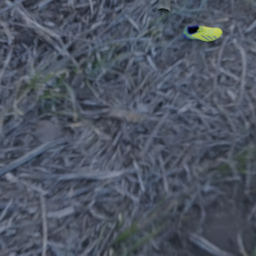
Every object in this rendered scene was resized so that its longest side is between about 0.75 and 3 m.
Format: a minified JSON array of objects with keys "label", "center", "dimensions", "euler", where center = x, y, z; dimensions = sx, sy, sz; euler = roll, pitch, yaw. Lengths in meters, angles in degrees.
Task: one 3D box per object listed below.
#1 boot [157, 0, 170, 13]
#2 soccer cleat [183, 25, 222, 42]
[{"label":"boot","center":[1.117,-4.515,9.797],"dimensions":[0.844,0.337,0.928],"euler":[11,83,5]},{"label":"soccer cleat","center":[2.486,-3.179,9.309],"dimensions":[1.314,0.550,0.425],"euler":[0,76,0]}]
